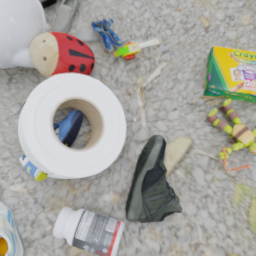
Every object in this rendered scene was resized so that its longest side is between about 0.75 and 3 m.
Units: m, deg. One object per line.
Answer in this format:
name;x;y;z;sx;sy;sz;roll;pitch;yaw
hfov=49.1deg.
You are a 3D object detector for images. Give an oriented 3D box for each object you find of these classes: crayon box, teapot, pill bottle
crayon box;3.825;-1.658;9.090;2.509;0.731;1.490;9;77;2
teapot;-3.596;-3.313;8.843;2.932;2.169;2.971;22;115;42
pill bottle;-1.068;2.847;7.731;1.758;1.018;1.018;17;75;5

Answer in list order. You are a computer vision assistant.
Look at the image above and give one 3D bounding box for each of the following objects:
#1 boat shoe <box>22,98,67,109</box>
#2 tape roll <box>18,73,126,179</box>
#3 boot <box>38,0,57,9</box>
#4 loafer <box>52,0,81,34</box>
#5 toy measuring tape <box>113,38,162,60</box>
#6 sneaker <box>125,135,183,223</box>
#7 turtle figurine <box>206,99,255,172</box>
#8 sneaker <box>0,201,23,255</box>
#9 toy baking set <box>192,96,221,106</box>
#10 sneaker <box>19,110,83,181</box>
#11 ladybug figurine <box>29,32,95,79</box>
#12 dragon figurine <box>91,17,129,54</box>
boat shoe;-2.584;-0.752;8.871;1.498;0.533;0.469;-11;52;-8
tape roll;-1.530;-0.009;7.830;2.880;1.007;2.880;6;77;-27
boot;-2.780;-5.631;9.838;2.408;0.834;2.097;-30;96;-6
loafer;-2.205;-4.036;9.807;0.634;0.633;1.813;17;75;5
toy measuring tape;0.311;-2.660;9.405;1.639;0.603;0.603;-15;75;6
sneaker;0.896;1.501;7.858;1.490;0.994;2.601;12;100;-9
turtle figurine;3.505;0.056;8.614;2.437;0.785;1.966;-37;70;1
sneaker;-3.622;2.821;7.821;0.778;0.821;2.033;-34;70;-8
toy baking set;2.511;-0.888;8.993;0.891;0.684;0.104;8;116;17
sneaker;-2.301;0.355;8.482;1.014;0.912;2.467;31;73;15
ladybug figurine;-1.840;-2.170;8.587;0.837;2.326;1.579;-7;90;39
dragon figurine;-0.672;-3.067;9.069;0.662;2.249;1.118;-31;113;-3
